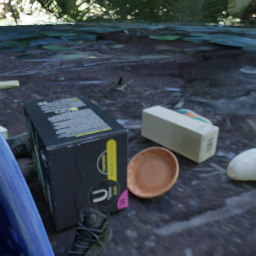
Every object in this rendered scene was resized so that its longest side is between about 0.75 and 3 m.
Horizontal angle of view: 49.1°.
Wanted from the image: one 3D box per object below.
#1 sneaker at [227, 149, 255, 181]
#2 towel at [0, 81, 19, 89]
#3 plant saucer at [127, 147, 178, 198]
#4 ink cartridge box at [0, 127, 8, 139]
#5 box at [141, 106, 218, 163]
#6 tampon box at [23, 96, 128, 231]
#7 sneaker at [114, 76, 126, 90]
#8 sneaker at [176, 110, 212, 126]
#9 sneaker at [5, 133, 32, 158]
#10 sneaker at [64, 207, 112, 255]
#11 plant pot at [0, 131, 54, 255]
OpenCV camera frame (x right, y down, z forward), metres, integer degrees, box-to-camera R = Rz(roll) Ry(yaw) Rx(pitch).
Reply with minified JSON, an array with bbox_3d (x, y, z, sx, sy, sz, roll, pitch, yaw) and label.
[{"bbox_3d":[3.367,0.978,6.337,1.945,0.716,1.124,-10,23,-10],"label":"sneaker"},{"bbox_3d":[-5.822,-2.088,13.493,1.033,0.188,0.766,-11,27,-21],"label":"towel"},{"bbox_3d":[0.537,1.024,6.340,1.264,0.237,1.264,-17,46,18],"label":"plant saucer"},{"bbox_3d":[-4.457,0.143,8.238,1.712,0.508,0.889,22,32,26],"label":"ink cartridge box"},{"bbox_3d":[1.395,0.117,8.060,0.755,0.907,2.207,-19,33,-37],"label":"box"},{"bbox_3d":[-1.174,0.540,6.049,1.527,1.812,2.418,-12,28,-24],"label":"tampon box"},{"bbox_3d":[-0.389,-2.150,13.244,0.359,0.510,0.960,10,27,19],"label":"sneaker"},{"bbox_3d":[1.994,-0.224,9.207,0.572,0.511,1.431,-19,32,-40],"label":"sneaker"},{"bbox_3d":[-2.921,0.555,7.517,0.837,0.558,1.461,7,20,28],"label":"sneaker"},{"bbox_3d":[-0.736,1.849,4.451,0.582,0.873,1.523,16,33,23],"label":"sneaker"},{"bbox_3d":[-2.653,1.380,2.955,2.917,2.917,2.622,-28,30,-31],"label":"plant pot"}]
